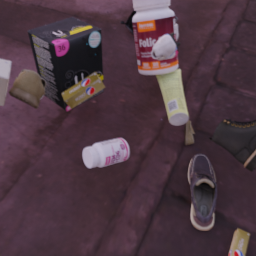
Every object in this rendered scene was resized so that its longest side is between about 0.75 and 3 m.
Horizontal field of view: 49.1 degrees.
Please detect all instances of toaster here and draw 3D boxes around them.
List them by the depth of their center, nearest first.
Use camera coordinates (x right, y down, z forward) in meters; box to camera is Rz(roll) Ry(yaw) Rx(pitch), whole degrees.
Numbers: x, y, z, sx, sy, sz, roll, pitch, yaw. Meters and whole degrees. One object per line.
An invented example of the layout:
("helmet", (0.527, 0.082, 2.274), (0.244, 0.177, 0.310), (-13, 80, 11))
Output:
("toaster", (0.873, -4.364, 11.525), (1.646, 1.080, 1.820), (-49, 55, 20))

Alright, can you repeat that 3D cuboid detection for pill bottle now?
("pill bottle", (-0.615, 0.713, 7.793), (1.188, 0.674, 0.674), (-12, 50, -36))
("pill bottle", (0.949, -3.318, 9.936), (1.496, 2.621, 1.496), (-8, 23, 3))

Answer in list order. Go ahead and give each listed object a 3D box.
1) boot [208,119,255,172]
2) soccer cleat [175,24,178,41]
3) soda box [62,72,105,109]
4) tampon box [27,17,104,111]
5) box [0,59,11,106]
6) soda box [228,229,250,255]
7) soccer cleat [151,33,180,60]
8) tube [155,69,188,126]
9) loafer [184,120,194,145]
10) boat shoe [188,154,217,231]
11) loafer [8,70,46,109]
("boot", (3.554, -0.116, 8.178), (1.662, 2.402, 0.931), (38, 24, 27))
("soccer cleat", (1.308, -5.213, 14.390), (2.798, 1.208, 0.977), (23, 55, 18))
("soda box", (-1.405, -1.165, 8.749), (1.289, 0.413, 0.437), (-33, 47, 3))
("tampon box", (-2.047, -2.240, 9.773), (1.564, 2.478, 1.857), (33, 51, 31))
("box", (-3.319, -1.141, 7.148), (0.471, 1.377, 0.566), (10, 60, -24))
("soda box", (3.151, 3.529, 8.051), (0.366, 0.387, 1.142), (21, 55, 16))
("soccer cleat", (1.006, -2.252, 8.019), (0.783, 1.814, 0.634), (-31, 91, 10))
("tube", (1.570, -1.199, 9.755), (0.728, 0.651, 2.508), (21, 44, -28))
("loafer", (2.346, 0.195, 10.689), (0.359, 0.405, 1.066), (7, 62, 4))
("boat shoe", (2.441, 1.890, 9.035), (0.948, 0.854, 2.637), (8, 52, 6))
("loafer", (-3.035, -1.208, 8.698), (1.059, 2.785, 0.939), (32, 85, -23))
